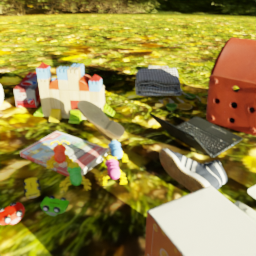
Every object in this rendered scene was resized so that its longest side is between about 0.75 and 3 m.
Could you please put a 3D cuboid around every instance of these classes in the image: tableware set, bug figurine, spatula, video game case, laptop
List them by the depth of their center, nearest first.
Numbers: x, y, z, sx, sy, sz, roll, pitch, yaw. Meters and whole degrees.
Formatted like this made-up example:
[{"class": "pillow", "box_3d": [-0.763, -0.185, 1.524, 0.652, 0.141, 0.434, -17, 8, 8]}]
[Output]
[{"class": "spatula", "box_3d": [3.126, 2.161, 5.149, 1.990, 0.230, 2.862, -17, 32, -31]}, {"class": "bug figurine", "box_3d": [-0.932, 0.835, 7.075, 2.176, 0.560, 1.687, -3, 32, -19]}, {"class": "video game case", "box_3d": [-1.784, 0.712, 7.965, 2.086, 0.182, 1.492, 16, 31, 28]}, {"class": "laptop", "box_3d": [2.019, -0.046, 8.366, 2.141, 1.106, 1.897, -24, 36, -27]}, {"class": "tableware set", "box_3d": [2.280, -1.106, 11.340, 1.929, 0.296, 1.299, -7, 29, -14]}]

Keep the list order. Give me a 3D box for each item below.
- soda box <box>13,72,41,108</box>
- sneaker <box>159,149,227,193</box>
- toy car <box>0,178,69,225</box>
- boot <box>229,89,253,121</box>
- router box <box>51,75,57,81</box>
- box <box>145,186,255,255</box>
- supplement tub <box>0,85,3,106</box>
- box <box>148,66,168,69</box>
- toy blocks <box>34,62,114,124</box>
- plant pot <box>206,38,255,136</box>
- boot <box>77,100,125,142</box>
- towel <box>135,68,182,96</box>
[{"class": "soda box", "box_3d": [-4.056, -1.663, 11.875, 0.854, 0.774, 2.440, 0, 27, -3]}, {"class": "sneaker", "box_3d": [1.614, 0.974, 6.971, 0.942, 0.609, 1.737, -22, 41, -27]}, {"class": "toy car", "box_3d": [-1.910, 1.661, 6.006, 1.337, 0.317, 1.421, 6, 29, 11]}, {"class": "boot", "box_3d": [4.514, -0.904, 10.187, 2.181, 0.870, 2.399, 1, 14, 30]}, {"class": "router box", "box_3d": [-3.118, -2.313, 13.567, 1.066, 0.365, 1.429, 23, 35, 37]}, {"class": "box", "box_3d": [1.357, 2.218, 3.550, 1.232, 1.572, 2.527, -13, 30, -24]}, {"class": "supplement tub", "box_3d": [-5.593, -0.735, 8.595, 2.152, 2.152, 2.969, 8, 29, 15]}, {"class": "box", "box_3d": [1.651, -3.221, 15.478, 1.101, 0.215, 0.753, 4, 28, 7]}, {"class": "toy blocks", "box_3d": [-1.988, -1.360, 9.992, 2.890, 1.975, 1.444, 4, 28, 7]}, {"class": "plant pot", "box_3d": [3.987, -1.243, 9.364, 2.655, 2.652, 2.340, 22, 43, 36]}, {"class": "boot", "box_3d": [-0.924, -0.153, 8.504, 1.680, 0.634, 0.619, 40, 52, 2]}, {"class": "towel", "box_3d": [1.338, -2.074, 12.568, 2.038, 0.872, 1.687, 0, 28, 0]}]
